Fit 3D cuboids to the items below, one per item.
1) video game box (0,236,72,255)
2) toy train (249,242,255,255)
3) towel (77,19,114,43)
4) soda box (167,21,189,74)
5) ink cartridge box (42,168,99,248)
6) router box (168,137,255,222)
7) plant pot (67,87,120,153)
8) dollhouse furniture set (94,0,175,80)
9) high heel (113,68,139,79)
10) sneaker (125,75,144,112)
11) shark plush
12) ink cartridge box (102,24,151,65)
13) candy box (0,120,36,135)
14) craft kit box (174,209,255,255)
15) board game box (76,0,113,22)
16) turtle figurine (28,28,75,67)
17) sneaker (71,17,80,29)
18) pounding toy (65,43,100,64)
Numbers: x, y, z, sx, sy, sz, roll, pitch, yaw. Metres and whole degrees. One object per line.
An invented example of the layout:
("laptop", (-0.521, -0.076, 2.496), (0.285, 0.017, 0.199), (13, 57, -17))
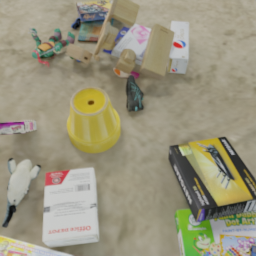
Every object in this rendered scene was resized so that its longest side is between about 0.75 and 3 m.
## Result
("video game box", (-2.663, 4.094, 7.038), (2.339, 0.548, 2.131), (12, 58, 8))
("toy train", (2.887, 3.502, 6.517), (0.280, 0.376, 1.640), (7, 66, 25))
("towel", (-1.531, -4.819, 13.485), (1.506, 0.223, 2.054), (4, 55, 4))
("soda box", (2.177, -3.533, 12.188), (0.801, 0.857, 2.516), (6, 55, 4))
("ink cartridge box", (-1.630, 2.292, 8.112), (1.446, 0.839, 2.004), (-6, 55, -4))
("router box", (2.536, 1.430, 8.460), (1.974, 0.656, 2.511), (-9, 41, -8))
("plant pot", (-1.193, -0.350, 9.423), (1.859, 1.749, 1.859), (0, 56, -1))
("dollhouse furniture set", (0.113, -3.411, 11.954), (2.773, 2.260, 2.637), (19, 73, -14))
("high heel", (-0.072, -2.322, 11.694), (1.087, 0.366, 0.521), (24, 41, 25))
("sneaker", (0.245, -1.323, 10.879), (0.648, 0.617, 1.635), (2, 64, -9))
("shark plush", (-3.216, 1.901, 8.447), (0.963, 0.882, 2.119), (7, 58, -20))
("ink cartridge box", (0.246, -3.883, 12.695), (2.147, 0.465, 2.108), (23, 58, 14))
("candy box", (-3.739, -0.023, 9.479), (0.915, 1.342, 0.409), (-4, 94, -2))
("craft kit box", (2.742, 3.460, 7.473), (2.627, 0.637, 2.595), (-3, 52, -2))
("board game box", (-1.312, -5.808, 13.790), (2.288, 0.396, 1.550), (-9, 43, -11))
("turtle figurine", (-3.460, -3.566, 12.037), (1.764, 1.186, 2.357), (35, 46, 6))
("sneaker", (-2.462, -5.079, 13.659), (0.298, 0.268, 0.765), (25, 64, 10))
("pounding toy", (-1.832, -3.002, 11.966), (1.252, 1.100, 0.573), (26, 99, 17))
